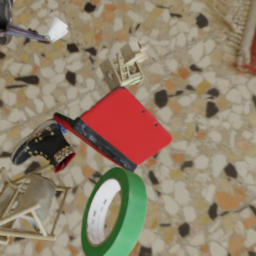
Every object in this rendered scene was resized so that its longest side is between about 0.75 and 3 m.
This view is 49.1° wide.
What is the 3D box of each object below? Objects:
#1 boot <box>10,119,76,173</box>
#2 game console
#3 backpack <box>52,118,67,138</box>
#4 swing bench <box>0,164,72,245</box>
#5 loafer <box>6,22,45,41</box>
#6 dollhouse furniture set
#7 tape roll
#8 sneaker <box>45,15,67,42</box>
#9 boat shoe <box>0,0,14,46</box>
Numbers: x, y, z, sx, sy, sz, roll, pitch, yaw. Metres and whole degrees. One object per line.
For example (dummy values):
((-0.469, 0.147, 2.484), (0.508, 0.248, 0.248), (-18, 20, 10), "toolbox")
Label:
((-2.422, 0.761, 8.021), (1.769, 0.647, 1.332), (-43, 70, -2), "boot")
((-0.480, 0.003, 8.640), (2.399, 2.784, 1.652), (21, 73, 51), "game console")
((-2.385, 0.203, 9.275), (0.654, 0.887, 0.972), (-33, 92, -25), "backpack")
((-3.146, 2.220, 8.527), (2.168, 2.156, 1.407), (-10, 118, 9), "swing bench")
((-2.872, -2.715, 7.911), (1.072, 0.385, 0.338), (1, 102, -33), "loafer")
((0.424, -2.182, 9.610), (2.013, 1.780, 1.119), (-26, 93, -40), "dollhouse furniture set")
((-0.475, 2.432, 7.985), (0.620, 2.581, 2.581), (25, 76, -25), "tape roll")
((-2.236, -2.947, 8.466), (0.572, 1.627, 0.652), (38, 93, -15), "sneaker")
((-4.402, -3.820, 9.590), (0.884, 2.643, 0.753), (24, 46, -10), "boat shoe")
